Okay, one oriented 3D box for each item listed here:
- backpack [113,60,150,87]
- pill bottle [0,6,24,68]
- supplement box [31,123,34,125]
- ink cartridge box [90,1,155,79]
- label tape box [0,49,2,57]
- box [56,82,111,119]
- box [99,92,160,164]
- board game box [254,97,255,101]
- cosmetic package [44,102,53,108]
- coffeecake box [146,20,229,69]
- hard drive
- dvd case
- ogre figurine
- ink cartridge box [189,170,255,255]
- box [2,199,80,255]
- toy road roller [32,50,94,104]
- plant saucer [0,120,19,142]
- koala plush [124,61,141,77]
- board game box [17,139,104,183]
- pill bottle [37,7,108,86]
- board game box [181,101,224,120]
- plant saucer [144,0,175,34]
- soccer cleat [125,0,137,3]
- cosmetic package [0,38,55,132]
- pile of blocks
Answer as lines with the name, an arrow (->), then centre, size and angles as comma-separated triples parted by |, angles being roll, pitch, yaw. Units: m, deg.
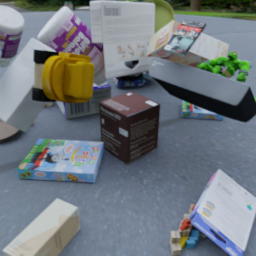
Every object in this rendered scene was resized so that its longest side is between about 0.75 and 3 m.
backpack -> 0.650, -3.554, 15.696 | 2.998, 2.017, 2.737 | -5, 30, -10
pill bottle -> -3.968, -2.787, 8.836 | 1.022, 1.821, 1.022 | 18, 49, -22
supplement box -> -4.581, -0.444, 11.777 | 1.341, 0.446, 0.461 | 17, 33, 29
ink cartridge box -> -0.086, -3.322, 10.509 | 0.648, 2.553, 2.897 | 16, 26, 40
label tape box -> -4.291, -1.858, 7.552 | 1.397, 1.007, 0.442 | 10, -16, -9
box -> -2.161, -1.591, 13.012 | 2.157, 1.230, 2.345 | -12, 31, -22
box -> 0.037, -0.054, 9.678 | 1.491, 1.816, 1.507 | -23, 36, -35
board game box -> 5.804, -1.021, 12.804 | 1.870, 0.445, 0.950 | 21, 35, 32
cosmetic package -> -4.115, -1.218, 13.149 | 1.041, 0.454, 0.538 | -10, 31, -17
coffeecake box -> 2.113, -2.832, 10.267 | 2.322, 0.848, 1.782 | 16, -5, -18
hard drive -> 2.000, -1.034, 7.741 | 2.873, 0.608, 1.938 | 27, 0, 35
dvd case -> 1.418, -2.277, 7.064 | 0.717, 0.108, 0.982 | 30, 82, 42
ogre figurine -> 2.814, -1.723, 8.000 | 0.888, 0.727, 1.481 | -35, 23, -28
ink cartridge box -> 2.334, 2.080, 6.799 | 1.307, 0.459, 2.190 | 39, 39, 11
box -> -1.841, 2.466, 6.242 | 0.654, 0.799, 1.682 | 15, 34, 24
toy road roller -> -1.485, -1.353, 7.884 | 1.687, 1.420, 2.311 | 13, 13, 28
plant saucer -> -4.949, 0.033, 10.912 | 1.697, 0.272, 1.697 | -3, 38, 2
koala plush -> -0.244, -3.273, 13.028 | 1.462, 1.649, 1.515 | 12, 17, 27
board game box -> -2.097, 1.025, 9.163 | 2.359, 0.432, 1.784 | 3, 29, 4
pill bottle -> -1.795, -2.915, 10.500 | 1.583, 2.820, 1.583 | -34, 33, 26
board game box -> 3.305, -0.825, 12.579 | 1.766, 0.323, 1.336 | 5, 29, 8
plant saucer -> 1.116, -4.719, 12.865 | 2.222, 2.222, 0.345 | 15, 6, 25
soccer cleat -> -0.566, -4.972, 13.426 | 2.863, 1.160, 0.967 | -28, 1, 30
cosmetic package -> -3.106, -1.271, 8.742 | 1.080, 1.370, 2.545 | 33, 79, 10
pile of blocks -> 1.542, 2.359, 6.708 | 0.670, 0.507, 1.631 | 18, 34, 29
